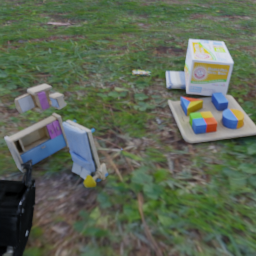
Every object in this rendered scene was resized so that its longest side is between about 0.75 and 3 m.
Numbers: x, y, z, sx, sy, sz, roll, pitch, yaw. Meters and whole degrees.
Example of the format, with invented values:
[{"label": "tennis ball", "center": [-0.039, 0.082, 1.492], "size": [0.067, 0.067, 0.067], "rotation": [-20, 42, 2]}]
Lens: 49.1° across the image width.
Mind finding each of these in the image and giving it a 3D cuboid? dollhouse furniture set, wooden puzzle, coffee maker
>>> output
[{"label": "dollhouse furniture set", "center": [-2.009, 0.413, 7.548], "size": [1.652, 2.390, 2.532], "rotation": [-33, 38, -32]}, {"label": "wooden puzzle", "center": [3.083, -0.546, 10.305], "size": [2.798, 0.648, 2.592], "rotation": [-4, 36, -5]}, {"label": "coffee maker", "center": [-3.231, 1.574, 5.846], "size": [2.317, 2.225, 1.561], "rotation": [9, 0, -7]}]

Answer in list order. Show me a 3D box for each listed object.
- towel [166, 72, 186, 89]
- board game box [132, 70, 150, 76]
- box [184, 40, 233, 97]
[{"label": "towel", "center": [2.830, -2.159, 12.857], "size": [2.207, 0.263, 1.621], "rotation": [3, 34, 1]}, {"label": "board game box", "center": [0.649, -2.678, 13.692], "size": [0.894, 0.105, 0.468], "rotation": [2, 34, 3]}, {"label": "box", "center": [3.341, -2.642, 12.031], "size": [1.623, 1.463, 2.886], "rotation": [6, 33, 5]}]
